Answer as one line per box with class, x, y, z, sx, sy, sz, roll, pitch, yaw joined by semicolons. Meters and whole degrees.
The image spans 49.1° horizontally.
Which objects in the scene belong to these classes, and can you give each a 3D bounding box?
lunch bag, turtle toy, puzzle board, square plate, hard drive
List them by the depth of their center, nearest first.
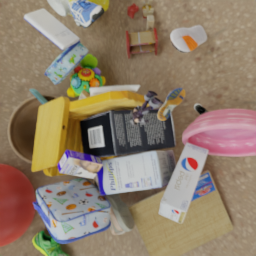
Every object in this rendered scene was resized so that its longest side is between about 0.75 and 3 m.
square plate;-0.399;-0.905;7.674;1.293;1.305;0.186;-5;84;-8
lunch bag;-1.706;2.338;8.275;1.878;2.344;0.886;-11;109;-31
hard drive;-2.260;-2.965;8.401;1.409;0.179;0.930;39;39;-4
lunch bag;-2.034;-2.162;9.281;0.631;1.531;1.231;46;56;-16
puzzle board;1.789;3.031;9.440;2.990;0.260;2.253;-24;94;-4
turtle toy;-1.442;-1.793;9.835;1.290;0.895;1.770;3;56;-4

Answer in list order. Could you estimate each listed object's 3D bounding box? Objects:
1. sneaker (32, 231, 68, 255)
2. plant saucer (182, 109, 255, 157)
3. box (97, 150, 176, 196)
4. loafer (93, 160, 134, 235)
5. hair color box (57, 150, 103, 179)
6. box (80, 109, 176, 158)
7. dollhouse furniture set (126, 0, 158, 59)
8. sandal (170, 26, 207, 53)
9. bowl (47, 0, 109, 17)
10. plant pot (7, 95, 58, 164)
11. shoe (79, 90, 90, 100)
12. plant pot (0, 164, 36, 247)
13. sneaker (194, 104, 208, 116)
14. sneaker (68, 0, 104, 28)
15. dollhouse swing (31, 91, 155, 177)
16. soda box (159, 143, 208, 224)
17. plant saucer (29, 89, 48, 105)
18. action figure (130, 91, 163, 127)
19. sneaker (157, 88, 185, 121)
sneaker;-2.520;4.011;9.382;1.467;0.543;0.613;34;87;5
plant saucer;3.117;0.171;8.520;2.874;2.874;0.729;7;70;1
box;0.312;1.328;8.543;1.949;1.793;1.023;-12;81;23
loafer;-0.690;2.268;9.098;0.776;0.887;2.468;-33;74;23
hair color box;-1.252;0.971;7.354;1.021;0.331;0.558;17;117;-37
box;-0.001;0.172;8.417;2.303;1.704;1.201;-5;85;-39
dollhouse furniture set;0.442;-3.694;10.438;1.116;0.843;2.073;-5;65;0
sandal;1.990;-2.939;9.529;2.137;0.613;0.819;-29;93;-44
bowl;-2.013;-4.634;9.533;2.515;2.515;1.354;41;77;5
plant pot;-2.796;0.116;9.654;2.328;1.075;2.328;0;81;-1
shoe;-1.271;-0.755;9.289;0.719;2.056;0.549;33;85;1
plant pot;-4.684;2.520;8.570;2.928;2.590;2.928;0;83;0
sneaker;2.402;-0.415;8.708;0.843;0.382;0.280;41;104;-3
sneaker;-1.341;-3.507;8.453;0.717;1.893;0.729;-44;122;-12
dollhouse swing;-0.747;0.275;8.206;2.494;2.837;2.578;7;90;30
soda box;1.566;1.471;7.764;0.688;0.736;2.160;20;51;17
plant saucer;-2.582;-0.637;9.288;0.162;0.599;1.712;-47;125;-13
action figure;0.384;-0.416;6.989;1.037;0.360;0.675;-47;45;32
sneaker;1.080;-0.630;7.292;0.373;0.437;0.991;40;92;-2
